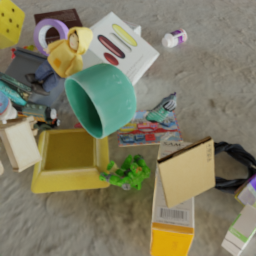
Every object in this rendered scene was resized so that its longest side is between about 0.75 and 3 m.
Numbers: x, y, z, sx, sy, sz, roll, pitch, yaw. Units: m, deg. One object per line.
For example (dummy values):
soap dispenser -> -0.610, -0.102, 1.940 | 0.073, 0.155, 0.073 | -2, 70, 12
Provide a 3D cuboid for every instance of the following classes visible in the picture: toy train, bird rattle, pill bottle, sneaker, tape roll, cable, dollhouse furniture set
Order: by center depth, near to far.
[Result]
dollhouse furniture set -> -3.325, 0.505, 7.076 | 2.156, 1.053, 1.839 | -4, 17, 37
pill bottle -> -3.987, -0.756, 8.123 | 0.846, 1.555, 0.846 | -10, 54, 15
sneaker -> 1.091, -0.626, 8.944 | 0.501, 1.346, 0.589 | 36, 51, -18
cable -> 3.316, 1.260, 9.760 | 2.627, 0.667, 2.143 | 12, 48, 6
tape roll -> -2.912, -3.432, 10.717 | 1.347, 1.347, 0.442 | 13, 18, 12
toy train -> -3.719, -0.486, 11.173 | 1.952, 1.113, 0.832 | 9, 48, 9
bird rattle -> -5.524, -4.047, 15.013 | 1.393, 0.785, 1.135 | 0, 34, 17
pill bottle -> 2.556, -4.981, 15.640 | 1.356, 0.763, 0.763 | -29, 53, -24

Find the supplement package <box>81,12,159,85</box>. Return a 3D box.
supplement package -> -0.697, -2.880, 12.077 | 2.780, 2.044, 2.658 | 39, 52, -5

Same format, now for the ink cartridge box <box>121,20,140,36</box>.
ink cartridge box -> -0.340, -5.273, 15.897 | 1.367, 0.774, 1.864 | 26, 52, 23

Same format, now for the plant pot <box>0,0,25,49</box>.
plant pot -> -5.070, -4.050, 10.472 | 1.689, 1.915, 1.915 | 11, 84, 18

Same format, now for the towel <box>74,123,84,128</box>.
towel -> -1.658, -0.206, 11.212 | 0.722, 0.112, 0.999 | -34, 20, -34

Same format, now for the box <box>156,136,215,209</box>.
box -> 1.329, 1.034, 6.240 | 1.296, 1.585, 0.169 | -24, 40, -9

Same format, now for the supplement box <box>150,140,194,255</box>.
supplement box -> 1.298, 2.051, 8.299 | 1.072, 1.838, 2.916 | 5, 46, 7

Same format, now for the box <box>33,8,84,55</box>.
box -> -3.295, -4.271, 13.996 | 2.166, 2.188, 2.637 | -13, 48, -12

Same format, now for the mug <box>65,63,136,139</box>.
mug -> -0.811, -0.909, 8.486 | 1.509, 2.005, 2.440 | -32, 23, -23

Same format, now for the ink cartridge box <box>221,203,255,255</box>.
ink cartridge box -> 3.202, 2.899, 7.878 | 0.543, 1.292, 0.940 | 34, 55, 30

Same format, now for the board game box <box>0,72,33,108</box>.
board game box -> -4.011, -1.339, 9.040 | 1.707, 1.155, 0.240 | 27, 58, -19

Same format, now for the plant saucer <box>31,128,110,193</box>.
plant saucer -> -2.070, 0.935, 10.167 | 2.704, 0.655, 2.703 | -4, 48, -4

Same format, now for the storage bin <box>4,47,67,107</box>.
storage bin -> -4.037, -1.944, 12.146 | 2.832, 2.061, 1.902 | 24, 75, 28

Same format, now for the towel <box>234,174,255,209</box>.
towel -> 4.256, 2.118, 8.898 | 1.653, 0.188, 1.187 | -34, 81, -16

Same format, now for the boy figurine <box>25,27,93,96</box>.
boy figurine -> -2.019, -2.033, 8.658 | 1.589, 2.555, 0.823 | 60, 25, 13

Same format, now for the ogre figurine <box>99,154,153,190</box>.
ogre figurine -> 0.053, 1.515, 9.495 | 1.102, 0.902, 1.838 | 30, 18, 36

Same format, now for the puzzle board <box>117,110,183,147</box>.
puzzle board -> 0.793, -0.083, 11.420 | 2.529, 0.220, 1.906 | -4, 47, -4
